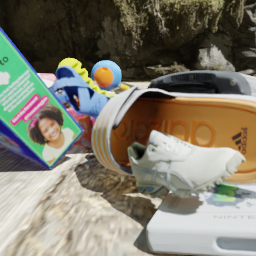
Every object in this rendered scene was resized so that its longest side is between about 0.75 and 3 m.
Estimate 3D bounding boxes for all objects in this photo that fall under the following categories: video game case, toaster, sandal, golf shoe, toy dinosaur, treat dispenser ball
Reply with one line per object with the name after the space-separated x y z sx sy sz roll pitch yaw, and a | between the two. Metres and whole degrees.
1.540 0.582 2.878 2.112 0.275 2.320 -8 7 24 | video game case
1.534 -0.330 5.543 1.662 1.462 2.573 -5 7 -42 | toaster
0.227 0.011 3.277 0.860 1.150 3.001 7 -5 -36 | sandal
0.405 0.291 2.561 0.483 0.600 1.235 -33 7 -41 | golf shoe
-0.668 -0.411 4.753 1.663 0.661 0.724 39 40 -3 | sandal
-1.603 -0.628 6.359 1.916 0.979 1.300 -5 14 -6 | toy dinosaur
-0.547 -1.301 7.037 0.764 0.764 0.764 0 11 0 | treat dispenser ball

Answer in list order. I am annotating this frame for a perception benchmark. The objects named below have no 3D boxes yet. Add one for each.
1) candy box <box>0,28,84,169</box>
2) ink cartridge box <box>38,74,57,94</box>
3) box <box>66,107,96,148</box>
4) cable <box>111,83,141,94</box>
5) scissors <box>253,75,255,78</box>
-2.138 -0.570 4.360 1.994 2.358 0.908 11 56 44 | candy box
-3.323 -1.016 8.725 2.282 0.945 1.672 -3 33 -26 | ink cartridge box
-0.628 -0.110 6.140 0.758 0.726 1.521 7 13 32 | box
0.283 -1.451 11.886 2.088 0.526 1.014 16 -16 -16 | cable
2.686 -0.729 7.001 0.812 0.155 2.221 -30 -16 -13 | scissors
